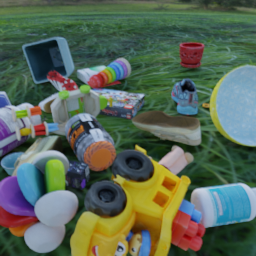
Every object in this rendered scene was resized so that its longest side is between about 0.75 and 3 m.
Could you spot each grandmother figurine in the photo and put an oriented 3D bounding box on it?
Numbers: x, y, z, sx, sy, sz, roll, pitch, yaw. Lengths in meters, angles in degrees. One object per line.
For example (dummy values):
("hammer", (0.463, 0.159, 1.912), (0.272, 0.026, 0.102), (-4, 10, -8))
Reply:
("grandmother figurine", (1.041, 1.256, 8.232), (1.311, 0.655, 2.162), (23, 35, 27))

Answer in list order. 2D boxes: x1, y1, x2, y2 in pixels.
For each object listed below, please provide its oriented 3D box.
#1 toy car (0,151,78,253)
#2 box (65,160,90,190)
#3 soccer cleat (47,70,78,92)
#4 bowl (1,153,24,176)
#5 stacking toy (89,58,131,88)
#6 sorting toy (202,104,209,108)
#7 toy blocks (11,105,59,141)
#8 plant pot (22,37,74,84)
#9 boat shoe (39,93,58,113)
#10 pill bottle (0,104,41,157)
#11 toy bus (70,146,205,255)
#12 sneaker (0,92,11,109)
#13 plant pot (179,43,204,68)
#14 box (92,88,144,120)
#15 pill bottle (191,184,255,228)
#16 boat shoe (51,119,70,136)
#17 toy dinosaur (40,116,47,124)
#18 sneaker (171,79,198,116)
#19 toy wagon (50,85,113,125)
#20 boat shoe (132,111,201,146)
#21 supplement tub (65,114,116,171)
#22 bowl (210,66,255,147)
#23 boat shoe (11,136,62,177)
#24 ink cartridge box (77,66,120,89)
("toy car", (-2.078, 1.540, 6.081), (1.530, 2.041, 1.786), (10, 33, -29))
("box", (-1.666, 1.333, 8.141), (0.965, 0.590, 0.512), (9, 31, 15))
("soccer cleat", (-2.863, -1.886, 12.502), (1.921, 0.818, 0.659), (35, 72, 23))
("bowl", (-3.414, 1.171, 8.599), (0.838, 0.438, 0.838), (1, 28, 0))
("stacking toy", (-1.062, -2.872, 15.423), (1.169, 1.169, 2.739), (20, 40, 31))
("sorting toy", (4.302, -1.028, 12.813), (1.745, 0.238, 0.982), (2, 29, 4))
("toy blocks", (-3.046, -0.233, 9.251), (1.333, 1.111, 0.484), (-11, -7, -29))
("plant pot", (-4.208, -3.913, 15.844), (2.112, 2.107, 2.152), (-9, 19, 13))
("boat shoe", (-3.114, -1.308, 12.802), (0.724, 0.740, 2.090), (19, 32, 38))
("pill bottle", (-4.256, 0.099, 9.532), (1.417, 1.417, 2.523), (15, 32, 25))
("toy bus", (0.391, 2.010, 6.076), (2.505, 1.770, 2.609), (28, 38, 14))
("sneaker", (-5.975, -0.573, 11.295), (2.311, 0.934, 1.335), (-15, 36, 3))
("plant pot", (4.106, -4.742, 18.350), (1.552, 1.413, 1.552), (1, 29, 0))
("box", (-0.738, -1.152, 12.780), (2.579, 0.486, 1.762), (10, 30, 17))
("pill bottle", (2.456, 1.862, 6.846), (1.643, 0.910, 0.910), (-5, 29, -9))
("boat shoe", (-2.054, -0.053, 10.124), (1.883, 0.612, 0.679), (6, 9, -23))
("toy dinosaur", (-3.465, -0.280, 11.265), (0.223, 0.414, 0.940), (21, 31, 2))
("sneaker", (2.718, -1.664, 12.814), (1.109, 1.336, 2.798), (2, 29, -3))
("toy wagon", (-1.689, -0.758, 10.540), (2.311, 1.793, 0.457), (-19, 46, -21))
("boat shoe", (1.321, 0.043, 10.212), (2.842, 0.923, 1.025), (10, 38, 41))
("supplement tub", (-1.228, 0.447, 9.090), (1.234, 1.234, 2.014), (-13, 31, -23))
("bowl", (4.113, -0.718, 10.343), (2.844, 2.844, 1.530), (-8, -2, -14))
("boat shoe", (-2.783, 1.020, 8.268), (0.896, 1.039, 2.849), (1, 25, 6))
("ink cartridge box", (-1.695, -2.936, 16.027), (1.755, 0.546, 2.181), (-17, 32, -28))
